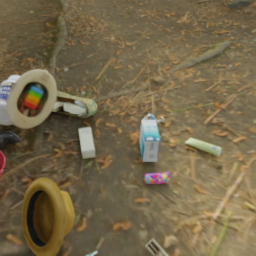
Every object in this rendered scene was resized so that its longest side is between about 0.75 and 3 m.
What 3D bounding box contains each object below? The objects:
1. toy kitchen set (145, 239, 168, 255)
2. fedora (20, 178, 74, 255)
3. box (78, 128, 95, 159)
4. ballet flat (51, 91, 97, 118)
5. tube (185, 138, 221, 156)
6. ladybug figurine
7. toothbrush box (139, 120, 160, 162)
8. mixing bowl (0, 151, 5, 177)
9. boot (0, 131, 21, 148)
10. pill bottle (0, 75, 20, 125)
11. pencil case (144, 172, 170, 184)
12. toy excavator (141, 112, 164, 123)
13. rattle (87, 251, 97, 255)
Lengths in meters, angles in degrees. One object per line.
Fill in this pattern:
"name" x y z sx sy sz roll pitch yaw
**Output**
"toy kitchen set" 0.679 3.593 7.685 0.612 0.750 0.677 -43 79 0
"fedora" -2.238 2.579 8.191 2.285 2.285 0.932 40 21 33
"box" -1.630 0.578 11.038 0.523 0.435 1.273 -7 45 -8
"ballet flat" -2.818 -1.006 12.216 2.878 1.017 1.017 10 45 6
"tube" 2.941 0.718 10.976 1.354 0.393 0.351 21 80 29
"ladybug figurine" -3.836 -1.171 11.162 0.906 1.710 2.518 4 65 62
"toothbrush box" 0.789 0.474 10.585 0.583 1.001 1.367 1 34 -5
"mixing bowl" -5.258 1.693 9.076 2.417 1.309 2.417 7 29 -4
"boot" -5.052 0.794 10.714 1.618 0.560 1.409 0 42 27
"pill bottle" -5.197 -1.307 12.367 1.262 1.262 2.272 0 44 0
"pencil case" 1.015 1.769 9.859 0.912 0.403 0.403 -5 44 -6
"toy excavator" 1.074 -0.337 12.026 0.770 0.792 0.396 -42 38 9
"rattle" -1.859 3.644 6.960 2.655 1.897 1.729 -22 24 -10
